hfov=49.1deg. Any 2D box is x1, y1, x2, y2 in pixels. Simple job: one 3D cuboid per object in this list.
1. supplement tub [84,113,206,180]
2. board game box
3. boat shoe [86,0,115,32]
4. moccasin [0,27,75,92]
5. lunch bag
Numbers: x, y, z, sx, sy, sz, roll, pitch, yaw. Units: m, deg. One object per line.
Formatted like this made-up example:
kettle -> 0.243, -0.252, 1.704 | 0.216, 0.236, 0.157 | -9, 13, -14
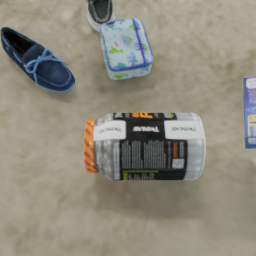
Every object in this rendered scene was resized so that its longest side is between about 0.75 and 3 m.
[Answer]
supplement tub -> 0.376, 0.465, 7.148 | 2.834, 1.737, 1.737 | 0, 69, -1
board game box -> 3.797, -0.422, 5.730 | 2.666, 0.459, 1.805 | -1, 50, 23
boat shoe -> -0.953, -4.502, 9.494 | 0.954, 0.883, 2.585 | -1, 69, -1
moccasin -> -2.903, -2.055, 8.519 | 2.813, 0.959, 1.132 | 31, 72, 11
lunch bag -> -0.049, -2.518, 8.819 | 1.509, 0.774, 1.878 | -9, 70, -7
